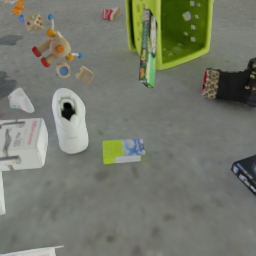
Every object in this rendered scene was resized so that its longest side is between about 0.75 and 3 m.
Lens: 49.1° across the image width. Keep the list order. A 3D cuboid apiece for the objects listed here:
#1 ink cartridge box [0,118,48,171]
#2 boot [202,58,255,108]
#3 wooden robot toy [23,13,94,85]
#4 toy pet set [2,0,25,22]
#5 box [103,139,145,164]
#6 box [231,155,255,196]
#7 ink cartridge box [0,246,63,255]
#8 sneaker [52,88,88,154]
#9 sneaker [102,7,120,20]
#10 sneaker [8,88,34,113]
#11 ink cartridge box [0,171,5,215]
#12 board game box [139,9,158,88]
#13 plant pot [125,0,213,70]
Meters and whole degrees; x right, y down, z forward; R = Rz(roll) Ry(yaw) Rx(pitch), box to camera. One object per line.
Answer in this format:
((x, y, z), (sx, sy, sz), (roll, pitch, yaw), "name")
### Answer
((-3.015, 0.424, 7.127), (1.719, 0.729, 1.252), (-3, 39, -6), "ink cartridge box")
((3.640, -1.700, 9.578), (2.015, 0.979, 2.676), (10, 46, 11), "boot")
((-1.024, -1.089, 4.098), (0.581, 1.318, 0.598), (-38, 27, 0), "wooden robot toy")
((-3.057, -3.374, 6.537), (0.737, 1.295, 1.387), (-21, 69, -25), "toy pet set")
((-0.120, 0.592, 7.287), (1.064, 0.254, 0.649), (-4, 39, -4), "box")
((3.197, 1.169, 6.578), (0.960, 0.261, 1.198), (-14, 41, -17), "box")
((-1.275, 1.661, 3.363), (0.969, 0.558, 0.329), (-23, 66, 31), "ink cartridge box")
((-1.679, -0.541, 8.034), (0.970, 1.105, 2.758), (-12, 39, -12), "sneaker")
((-0.976, -6.530, 15.814), (0.797, 0.505, 1.417), (14, 43, 11), "sneaker")
((-3.430, -0.771, 8.868), (0.607, 0.516, 1.373), (-32, 42, -16), "sneaker")
((-3.632, 1.409, 5.885), (1.815, 0.757, 1.318), (-15, 42, -17), "ink cartridge box")
((0.527, -1.965, 7.108), (0.206, 1.755, 0.919), (3, -3, 16), "board game box")
((1.472, -4.376, 11.438), (2.868, 2.882, 2.615), (-24, 39, -25), "plant pot")
